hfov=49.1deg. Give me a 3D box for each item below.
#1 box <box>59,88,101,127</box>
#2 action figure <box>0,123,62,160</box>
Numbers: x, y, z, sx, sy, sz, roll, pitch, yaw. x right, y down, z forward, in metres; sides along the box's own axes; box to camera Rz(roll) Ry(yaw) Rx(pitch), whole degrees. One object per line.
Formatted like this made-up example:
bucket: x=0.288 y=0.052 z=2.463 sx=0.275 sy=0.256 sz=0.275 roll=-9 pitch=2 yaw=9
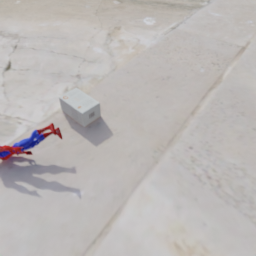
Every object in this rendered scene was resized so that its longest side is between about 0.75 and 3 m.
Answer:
box: x=-1.702 y=-0.746 z=9.908 sx=1.304 sy=0.635 sz=0.811 roll=34 pitch=54 yaw=30
action figure: x=-3.174 y=0.574 z=8.321 sx=2.359 sy=0.772 sz=0.610 roll=-20 pitch=76 yaw=3
